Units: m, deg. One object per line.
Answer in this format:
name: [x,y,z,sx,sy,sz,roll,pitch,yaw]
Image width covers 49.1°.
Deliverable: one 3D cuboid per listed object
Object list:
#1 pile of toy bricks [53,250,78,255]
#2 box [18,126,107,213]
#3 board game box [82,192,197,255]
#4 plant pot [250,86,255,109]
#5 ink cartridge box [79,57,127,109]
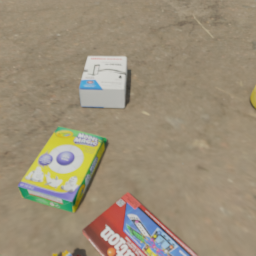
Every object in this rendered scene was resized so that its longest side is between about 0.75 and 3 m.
pile of toy bricks: [-1.679,2.934,5.755,1.439,0.799,0.711,-31,20,-16]
box: [-1.651,0.920,7.757,1.511,0.623,2.576,12,44,10]
board game box: [0.444,2.789,6.115,1.474,0.278,2.863,-35,54,-29]
plant pot: [5.158,-1.343,9.370,1.584,1.490,1.584,3,47,-3]
ink cartridge box: [-0.847,-1.720,10.240,1.548,0.894,2.120,1,45,1]
